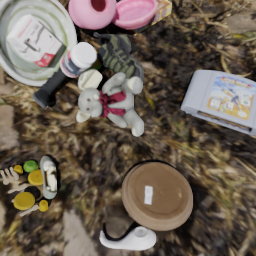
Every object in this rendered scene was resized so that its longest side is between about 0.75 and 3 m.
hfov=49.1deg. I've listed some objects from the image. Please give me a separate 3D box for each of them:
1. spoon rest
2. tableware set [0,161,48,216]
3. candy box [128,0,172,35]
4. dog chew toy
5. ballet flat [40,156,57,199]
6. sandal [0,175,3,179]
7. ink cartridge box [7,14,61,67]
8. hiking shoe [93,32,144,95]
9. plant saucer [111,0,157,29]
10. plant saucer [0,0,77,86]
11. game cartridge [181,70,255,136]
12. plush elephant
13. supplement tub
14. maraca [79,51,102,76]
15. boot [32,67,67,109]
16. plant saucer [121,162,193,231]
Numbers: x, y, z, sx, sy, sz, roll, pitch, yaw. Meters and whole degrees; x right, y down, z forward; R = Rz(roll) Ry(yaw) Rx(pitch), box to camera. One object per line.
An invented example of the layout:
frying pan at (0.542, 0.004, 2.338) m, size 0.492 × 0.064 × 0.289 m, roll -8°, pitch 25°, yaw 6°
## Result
spoon rest at (0.009, 2.544, 6.431) m, size 1.270 × 0.385 × 0.631 m, roll -2°, pitch 25°, yaw 3°
tableware set at (-2.501, 1.491, 7.102) m, size 1.028 × 0.234 × 1.526 m, roll -21°, pitch 54°, yaw -31°
candy box at (0.595, -4.270, 10.335) m, size 1.814 × 0.512 × 1.059 m, roll -37°, pitch 67°, yaw -16°
dog chew toy at (-1.227, -3.689, 8.697) m, size 1.331 × 1.331 × 2.137 m, roll -31°, pitch 22°, yaw -16°
ballet flat at (-1.992, 1.198, 7.187) m, size 0.406 × 0.384 × 1.206 m, roll 8°, pitch 53°, yaw -33°
sandal at (-3.927, 1.457, 7.073) m, size 1.497 × 0.562 × 0.337 m, roll -12°, pitch 84°, yaw -14°
ink cartridge box at (-2.739, -2.535, 8.230) m, size 0.511 × 1.233 × 0.905 m, roll 11°, pitch 68°, yaw 47°
hiking shoe at (-0.378, -1.973, 8.581) m, size 1.227 × 0.923 × 2.437 m, roll 1°, pitch 51°, yaw -30°
plant saucer at (0.194, -3.841, 9.407) m, size 1.628 × 0.413 × 1.628 m, roll -9°, pitch 51°, yaw 11°
plant saucer at (-2.844, -2.654, 8.471) m, size 0.685 × 2.730 × 2.730 m, roll 14°, pitch 56°, yaw 43°
game cartridge at (3.055, -0.840, 8.430) m, size 2.567 × 0.533 × 1.710 m, roll 19°, pitch 66°, yaw 11°
plush elephant at (-0.649, -0.731, 7.729) m, size 1.548 × 1.647 × 1.999 m, roll -17°, pitch 36°, yaw -23°
supplement tub at (-1.268, -1.709, 7.075) m, size 0.620 × 0.883 × 0.620 m, roll 14°, pitch 67°, yaw -35°
maraca at (-1.347, -2.206, 8.961) m, size 1.148 × 0.896 × 1.674 m, roll 25°, pitch 36°, yaw 5°
boot at (-2.162, -1.236, 8.136) m, size 1.327 × 0.435 × 1.093 m, roll -44°, pitch 35°, yaw -4°
plant saucer at (0.751, 1.594, 6.938) m, size 1.825 × 0.269 × 1.825 m, roll 5°, pitch 52°, yaw -7°
